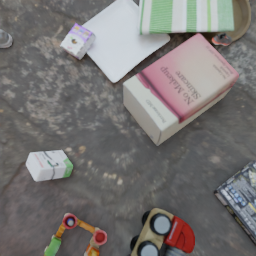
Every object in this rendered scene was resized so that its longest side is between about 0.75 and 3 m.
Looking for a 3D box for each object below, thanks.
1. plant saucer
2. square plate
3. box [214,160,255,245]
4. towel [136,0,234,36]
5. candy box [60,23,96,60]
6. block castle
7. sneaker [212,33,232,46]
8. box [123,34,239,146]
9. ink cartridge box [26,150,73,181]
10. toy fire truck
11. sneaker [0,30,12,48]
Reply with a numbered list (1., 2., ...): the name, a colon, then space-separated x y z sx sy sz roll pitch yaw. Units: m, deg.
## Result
1. plant saucer: 3.071 -4.069 9.884 2.499 0.368 2.499 1 80 -4
2. square plate: -0.274 -3.068 9.636 2.501 0.356 2.477 -39 74 -7
3. box: 3.685 2.138 7.975 1.566 0.477 1.943 -36 75 -9
4. towel: 1.828 -3.963 9.207 2.982 0.349 2.275 2 65 10
5. candy box: -1.671 -2.885 9.355 0.793 0.338 0.945 35 88 20
6. block castle: -1.503 3.299 7.146 1.293 0.907 1.934 32 76 -10
7. sneaker: 2.813 -2.615 8.179 0.770 0.315 0.297 -17 68 -32
8. box: 1.484 -1.127 8.458 2.848 1.552 1.821 -35 75 -11
9. ink cartridge box: -2.217 1.049 7.912 0.759 1.040 0.438 44 119 34
10. toy fire truck: 1.265 3.465 7.169 2.317 1.491 2.039 29 74 -4
11. sneaker: -4.956 -3.153 9.557 1.791 0.734 0.669 -6 72 -2
